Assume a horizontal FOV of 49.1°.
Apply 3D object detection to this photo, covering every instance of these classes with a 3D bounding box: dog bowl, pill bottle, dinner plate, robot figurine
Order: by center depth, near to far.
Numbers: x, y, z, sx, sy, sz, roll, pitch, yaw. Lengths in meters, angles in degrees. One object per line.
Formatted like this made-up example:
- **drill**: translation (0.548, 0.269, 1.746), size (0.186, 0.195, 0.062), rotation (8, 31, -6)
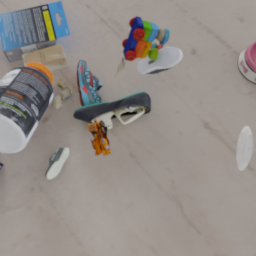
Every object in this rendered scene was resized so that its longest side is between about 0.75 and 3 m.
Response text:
- **robot figurine**: translation (-0.865, 0.278, 8.231), size (0.317, 0.789, 1.088), rotation (-23, 101, -44)
- **dinner plate**: translation (3.536, 0.626, 8.382), size (0.163, 1.349, 1.349), rotation (8, 64, 38)
- **pill bottle**: translation (-3.229, -0.799, 8.401), size (1.577, 1.577, 2.969), rotation (9, 43, 4)
- **dog bowl**: translation (5.146, -2.529, 10.562), size (1.811, 0.668, 1.811), rotation (0, 68, -1)

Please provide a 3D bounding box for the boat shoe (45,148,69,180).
- **boat shoe**: translation (-2.365, 1.123, 9.049), size (0.396, 0.467, 1.283), rotation (10, 45, 17)

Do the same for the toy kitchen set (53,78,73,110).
- **toy kitchen set**: translation (-2.547, -1.262, 10.231), size (0.726, 0.534, 0.906), rotation (36, 53, 14)

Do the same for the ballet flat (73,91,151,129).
- **ballet flat**: translation (-0.468, -0.502, 9.632), size (2.766, 1.011, 1.011), rotation (-16, 69, -9)

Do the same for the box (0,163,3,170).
- **box**: translation (-5.012, 1.412, 8.409), size (1.093, 1.734, 1.763), rotation (25, 70, 9)

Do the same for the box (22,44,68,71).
- **box**: translation (-3.132, -2.550, 10.604), size (1.512, 0.588, 0.718), rotation (-20, 69, -8)

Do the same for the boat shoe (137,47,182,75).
- **boat shoe**: translation (1.160, -2.191, 9.493), size (0.646, 1.907, 0.684), rotation (5, 78, -40)

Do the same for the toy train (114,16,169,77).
- **toy train**: translation (0.412, -2.401, 9.005), size (1.198, 2.071, 0.877), rotation (7, 45, -20)

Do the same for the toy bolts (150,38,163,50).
- **toy bolts**: translation (0.899, -2.907, 9.680), size (0.589, 0.811, 0.849), rotation (18, 56, -3)

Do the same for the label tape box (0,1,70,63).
- **label tape box**: translation (-3.612, -3.772, 10.971), size (2.559, 0.810, 1.845), rotation (-15, 69, -6)

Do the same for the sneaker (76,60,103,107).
- **sneaker**: translation (-1.402, -1.608, 10.269), size (0.898, 0.745, 1.880), rotation (-6, 76, -15)
